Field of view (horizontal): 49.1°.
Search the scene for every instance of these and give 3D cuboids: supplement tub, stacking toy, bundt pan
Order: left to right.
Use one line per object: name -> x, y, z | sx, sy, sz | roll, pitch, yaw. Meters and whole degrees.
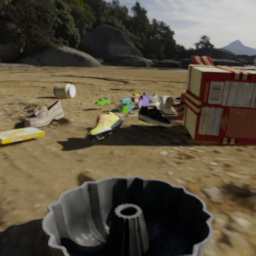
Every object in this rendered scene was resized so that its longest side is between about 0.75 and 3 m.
supplement tub -> -3.908, -2.250, 17.129 | 1.169, 0.844, 0.844 | 4, 15, 16
bundt pan -> 0.003, 1.364, 3.512 | 2.036, 0.764, 2.036 | -1, 15, 0
stacking toy -> 0.260, -1.133, 13.387 | 2.980, 0.700, 2.247 | -13, 18, -35

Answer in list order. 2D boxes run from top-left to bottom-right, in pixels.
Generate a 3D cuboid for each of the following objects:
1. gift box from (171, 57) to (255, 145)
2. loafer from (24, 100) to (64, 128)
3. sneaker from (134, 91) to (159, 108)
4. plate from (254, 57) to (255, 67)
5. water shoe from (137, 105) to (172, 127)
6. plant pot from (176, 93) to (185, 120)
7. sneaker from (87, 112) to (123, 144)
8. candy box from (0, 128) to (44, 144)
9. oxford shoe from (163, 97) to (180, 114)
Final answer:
gift box -> 2.869, -0.965, 9.042 | 2.658, 2.453, 2.482 | 8, 16, 1
loafer -> -3.304, -0.576, 10.976 | 0.816, 0.714, 2.270 | 4, 15, 16
sneaker -> 0.696, -1.470, 14.225 | 1.790, 0.793, 0.688 | -3, 15, -10
plate -> 4.330, -1.995, 8.802 | 0.777, 0.777, 0.099 | 17, 55, 47
water shoe -> 1.034, -0.413, 9.972 | 1.537, 0.606, 0.549 | 12, 3, -38
plant pot -> 2.562, -0.914, 11.625 | 1.075, 1.046, 1.075 | 0, 15, 0
sneaker -> -0.782, -0.050, 8.266 | 0.663, 0.573, 1.467 | 44, 35, 9
candy box -> -3.313, 0.217, 8.485 | 0.686, 0.177, 1.341 | 18, 20, 39
oxford shoe -> 2.842, -1.166, 13.072 | 2.853, 0.824, 1.073 | -7, 13, -33
